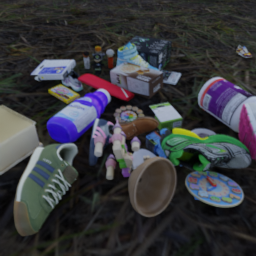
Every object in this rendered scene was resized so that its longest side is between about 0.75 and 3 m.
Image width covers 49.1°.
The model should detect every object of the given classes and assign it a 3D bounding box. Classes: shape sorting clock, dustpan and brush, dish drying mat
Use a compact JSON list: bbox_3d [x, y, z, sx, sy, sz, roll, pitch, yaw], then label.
[{"bbox_3d":[2.258,1.554,7.375,1.496,0.293,1.496,2,24,-1],"label":"shape sorting clock"},{"bbox_3d":[0.369,0.839,8.529,0.879,0.360,1.259,-10,46,-18],"label":"dustpan and brush"},{"bbox_3d":[-0.886,-1.671,11.395,2.247,0.204,0.863,26,32,13],"label":"dish drying mat"}]

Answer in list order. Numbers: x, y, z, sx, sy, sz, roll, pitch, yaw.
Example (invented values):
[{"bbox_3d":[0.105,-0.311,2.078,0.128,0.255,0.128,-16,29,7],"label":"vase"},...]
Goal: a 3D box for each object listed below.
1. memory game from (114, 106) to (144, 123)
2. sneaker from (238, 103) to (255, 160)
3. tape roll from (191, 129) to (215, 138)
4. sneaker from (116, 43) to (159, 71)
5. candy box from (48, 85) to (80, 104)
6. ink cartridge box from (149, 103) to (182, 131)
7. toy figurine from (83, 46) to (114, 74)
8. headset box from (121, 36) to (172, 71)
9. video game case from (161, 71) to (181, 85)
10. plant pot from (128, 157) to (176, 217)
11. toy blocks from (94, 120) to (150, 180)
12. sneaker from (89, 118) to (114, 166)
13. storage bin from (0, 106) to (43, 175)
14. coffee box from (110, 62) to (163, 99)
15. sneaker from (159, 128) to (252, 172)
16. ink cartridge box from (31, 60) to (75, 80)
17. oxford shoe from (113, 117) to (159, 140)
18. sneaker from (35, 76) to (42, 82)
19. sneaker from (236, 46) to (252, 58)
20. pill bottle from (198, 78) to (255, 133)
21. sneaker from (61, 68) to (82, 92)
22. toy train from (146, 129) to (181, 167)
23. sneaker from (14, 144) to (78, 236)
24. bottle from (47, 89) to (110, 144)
[{"bbox_3d":[0.030,-0.457,10.303,1.130,0.072,1.130,1,43,-1],"label":"memory game"},{"bbox_3d":[4.100,0.485,7.734,1.314,1.211,2.978,-16,58,-2],"label":"sneaker"},{"bbox_3d":[2.404,0.446,8.998,0.982,0.324,0.982,-1,38,0],"label":"tape roll"},{"bbox_3d":[0.416,-2.991,12.536,2.231,1.456,0.887,18,44,21],"label":"sneaker"},{"bbox_3d":[-2.653,-1.409,11.556,1.289,0.170,0.659,30,46,33],"label":"candy box"},{"bbox_3d":[1.320,-0.404,10.021,0.809,0.414,1.094,-12,40,-15],"label":"ink cartridge box"},{"bbox_3d":[-1.440,-3.322,13.448,1.305,0.922,1.325,31,47,34],"label":"toy figurine"},{"bbox_3d":[0.838,-3.694,13.875,2.127,0.987,1.852,16,41,20],"label":"headset box"},{"bbox_3d":[1.837,-2.306,12.787,0.909,0.117,1.000,14,40,17],"label":"video game case"},{"bbox_3d":[0.482,1.391,6.978,1.463,1.463,0.675,-31,28,-34],"label":"plant pot"},{"bbox_3d":[-0.097,0.557,7.872,1.418,1.325,1.193,-11,40,10],"label":"toy blocks"},{"bbox_3d":[-0.818,0.424,8.696,0.711,0.608,1.733,10,52,-6],"label":"sneaker"},{"bbox_3d":[-4.162,0.368,8.601,2.023,0.955,2.038,23,43,28],"label":"storage bin"},{"bbox_3d":[0.360,-2.044,11.829,1.960,0.781,1.121,24,47,30],"label":"coffee box"},{"bbox_3d":[2.164,0.822,7.648,2.628,1.025,1.120,7,36,-11],"label":"sneaker"},{"bbox_3d":[-3.343,-2.619,12.596,1.515,0.356,1.497,0,38,15],"label":"ink cartridge box"},{"bbox_3d":[0.229,0.090,8.967,1.712,0.611,0.610,-15,40,35],"label":"oxford shoe"},{"bbox_3d":[-3.915,-2.357,12.741,0.306,0.284,0.756,7,33,32],"label":"sneaker"},{"bbox_3d":[6.130,-4.023,14.772,0.357,0.430,0.953,-20,42,-24],"label":"sneaker"},{"bbox_3d":[3.645,-0.727,9.705,1.320,1.320,2.347,-20,42,-24],"label":"pill bottle"},{"bbox_3d":[-2.427,-2.168,11.969,1.247,0.873,0.485,27,46,31],"label":"sneaker"},{"bbox_3d":[1.190,0.627,8.550,0.811,0.615,1.420,-30,51,-22],"label":"toy train"},{"bbox_3d":[-1.934,1.317,7.160,1.252,0.935,2.789,-15,35,6],"label":"sneaker"},{"bbox_3d":[-1.573,-0.513,9.773,1.117,0.873,2.674,11,38,29],"label":"bottle"}]
